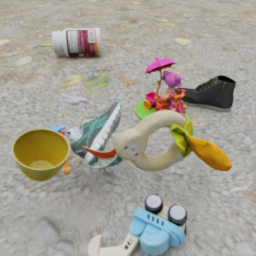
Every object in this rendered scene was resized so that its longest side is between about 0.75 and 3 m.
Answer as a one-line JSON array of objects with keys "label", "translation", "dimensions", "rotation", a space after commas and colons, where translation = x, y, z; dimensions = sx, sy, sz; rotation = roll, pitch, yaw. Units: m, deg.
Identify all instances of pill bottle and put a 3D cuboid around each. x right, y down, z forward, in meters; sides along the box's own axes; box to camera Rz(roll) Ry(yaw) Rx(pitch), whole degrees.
[{"label": "pill bottle", "translation": [-2.961, -4.970, 16.337], "dimensions": [2.697, 1.540, 1.540], "rotation": [-3, 37, -5]}]

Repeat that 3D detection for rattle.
[{"label": "rattle", "translation": [0.583, 0.842, 6.902], "dimensions": [2.916, 1.898, 2.083], "rotation": [-10, 51, -22]}]

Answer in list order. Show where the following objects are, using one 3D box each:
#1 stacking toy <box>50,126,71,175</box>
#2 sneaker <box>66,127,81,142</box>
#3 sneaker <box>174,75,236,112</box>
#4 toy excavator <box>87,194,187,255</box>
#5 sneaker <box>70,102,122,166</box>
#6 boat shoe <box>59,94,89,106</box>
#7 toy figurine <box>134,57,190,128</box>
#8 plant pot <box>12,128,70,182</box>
[{"label": "stacking toy", "translation": [-1.989, 0.699, 8.046], "dimensions": [0.829, 1.428, 0.784], "rotation": [-22, 6, 15]}, {"label": "sneaker", "translation": [-1.833, 0.409, 9.884], "dimensions": [0.457, 0.395, 1.054], "rotation": [-18, 48, -40]}, {"label": "sneaker", "translation": [3.214, -1.685, 12.043], "dimensions": [2.668, 1.417, 0.998], "rotation": [13, 39, 17]}, {"label": "toy excavator", "translation": [0.278, 2.636, 6.791], "dimensions": [1.946, 0.999, 2.001], "rotation": [19, 49, 25]}, {"label": "sneaker", "translation": [-0.931, -0.006, 8.272], "dimensions": [0.981, 0.834, 2.151], "rotation": [25, 64, 10]}, {"label": "boat shoe", "translation": [-1.893, -0.943, 9.788], "dimensions": [1.014, 0.331, 0.373], "rotation": [10, 12, -17]}, {"label": "toy figurine", "translation": [1.462, -1.503, 11.005], "dimensions": [1.949, 2.390, 2.597], "rotation": [-27, 45, -31]}, {"label": "plant pot", "translation": [-2.031, 0.747, 6.538], "dimensions": [1.238, 0.879, 1.238], "rotation": [10, 43, -9]}]
